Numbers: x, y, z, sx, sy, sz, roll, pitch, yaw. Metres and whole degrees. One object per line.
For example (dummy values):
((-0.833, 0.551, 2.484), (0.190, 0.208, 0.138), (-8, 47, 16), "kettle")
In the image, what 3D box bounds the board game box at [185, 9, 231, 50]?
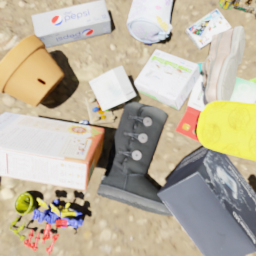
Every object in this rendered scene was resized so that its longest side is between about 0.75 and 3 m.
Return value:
((2.523, -3.111, 8.843), (1.201, 0.208, 0.758), (-34, 85, -4), "board game box")

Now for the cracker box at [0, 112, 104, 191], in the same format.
((-1.932, 0.435, 6.218), (2.520, 1.688, 0.727), (10, 114, 3), "cracker box")

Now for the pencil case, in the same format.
((0.879, -4.098, 8.607), (1.308, 1.199, 2.884), (9, 76, 19), "pencil case")

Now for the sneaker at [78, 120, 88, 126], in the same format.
((-1.336, 0.486, 7.948), (0.643, 0.566, 1.441), (15, 86, 2), "sneaker")

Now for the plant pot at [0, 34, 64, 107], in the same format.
((-2.583, -1.412, 7.550), (1.245, 1.779, 1.779), (40, 80, -12), "plant pot")

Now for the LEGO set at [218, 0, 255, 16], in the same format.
((4.315, -4.536, 8.485), (2.845, 1.649, 2.188), (28, 79, 6), "LEGO set")

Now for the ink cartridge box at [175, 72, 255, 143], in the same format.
((2.452, -0.534, 7.858), (1.651, 0.514, 2.052), (27, 81, 27), "ink cartridge box")

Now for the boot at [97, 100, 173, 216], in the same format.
((0.587, 0.802, 7.752), (2.275, 0.906, 2.760), (22, 66, -12), "boot")

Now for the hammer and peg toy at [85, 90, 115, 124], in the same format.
((-0.872, -0.652, 8.070), (0.810, 0.388, 1.102), (-7, 77, -40), "hammer and peg toy")

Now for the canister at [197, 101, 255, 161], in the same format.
((3.087, 0.199, 6.415), (1.887, 2.541, 1.100), (14, 92, 48), "canister")

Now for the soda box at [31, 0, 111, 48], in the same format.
((-1.713, -3.196, 8.662), (2.268, 0.719, 0.774), (-15, 78, -3), "soda box")

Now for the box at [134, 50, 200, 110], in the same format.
((1.116, -1.389, 8.026), (1.402, 0.678, 1.237), (28, 81, 27), "box")

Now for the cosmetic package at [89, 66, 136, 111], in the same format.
((-0.424, -1.054, 7.522), (0.882, 0.544, 0.885), (-20, 99, 35), "cosmetic package")

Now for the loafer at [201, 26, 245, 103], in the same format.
((2.425, -1.659, 7.489), (0.933, 1.067, 2.969), (5, 48, 32), "loafer")

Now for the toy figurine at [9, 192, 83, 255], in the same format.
((-1.927, 2.450, 7.345), (2.271, 1.360, 1.198), (3, 80, 45), "toy figurine")

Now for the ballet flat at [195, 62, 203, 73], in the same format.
((1.999, -1.784, 8.541), (0.956, 0.332, 0.332), (-9, 77, 0), "ballet flat")

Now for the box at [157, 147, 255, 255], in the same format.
((2.023, 1.668, 6.650), (1.193, 2.032, 1.998), (-38, 88, 33), "box")

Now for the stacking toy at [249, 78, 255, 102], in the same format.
((3.529, -0.770, 8.304), (1.546, 0.363, 1.166), (-22, 78, -5), "stacking toy")
